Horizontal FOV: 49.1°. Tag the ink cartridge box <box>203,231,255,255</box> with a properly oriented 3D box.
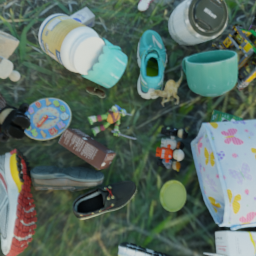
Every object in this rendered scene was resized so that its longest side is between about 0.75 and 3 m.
[{"bbox_3d":[2.860,2.939,7.070,1.754,1.027,0.591,2,68,1],"label":"ink cartridge box"}]

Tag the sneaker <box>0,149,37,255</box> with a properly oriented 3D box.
[{"bbox_3d":[-3.276,2.035,7.656,1.181,1.119,2.875,-19,56,-1],"label":"sneaker"}]

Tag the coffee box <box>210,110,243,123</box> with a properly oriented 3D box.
[{"bbox_3d":[3.211,-0.177,9.198,0.980,0.215,0.603,16,63,8],"label":"coffee box"}]

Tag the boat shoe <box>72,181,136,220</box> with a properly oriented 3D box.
[{"bbox_3d":[-0.629,1.982,7.857,1.919,0.601,0.702,-21,64,-12],"label":"boat shoe"}]

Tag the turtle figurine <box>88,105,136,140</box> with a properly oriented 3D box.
[{"bbox_3d":[-0.529,-0.170,8.786,1.261,0.936,1.301,-21,62,-12],"label":"turtle figurine"}]

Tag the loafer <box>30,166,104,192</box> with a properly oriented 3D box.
[{"bbox_3d":[-1.756,1.533,8.150,2.101,0.661,0.755,5,20,2],"label":"loafer"}]

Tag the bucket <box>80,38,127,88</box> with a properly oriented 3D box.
[{"bbox_3d":[-0.812,-2.151,9.447,0.999,1.535,1.535,27,58,-29],"label":"bucket"}]

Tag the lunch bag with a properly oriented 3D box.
[{"bbox_3d":[3.147,1.267,7.573,2.295,1.721,2.707,-5,60,-7],"label":"lunch bag"}]

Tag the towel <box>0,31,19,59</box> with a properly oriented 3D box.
[{"bbox_3d":[-4.763,-2.368,8.646,0.455,2.641,1.750,45,105,11],"label":"towel"}]

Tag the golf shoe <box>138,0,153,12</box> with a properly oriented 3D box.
[{"bbox_3d":[0.739,-5.386,11.784,0.424,0.538,1.168,24,66,12],"label":"golf shoe"}]

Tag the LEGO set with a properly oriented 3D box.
[{"bbox_3d":[4.182,-2.360,9.995,1.855,1.398,2.412,-13,62,-40],"label":"LEGO set"}]

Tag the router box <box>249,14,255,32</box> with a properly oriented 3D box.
[{"bbox_3d":[5.653,-4.094,11.197,1.357,0.347,1.012,24,65,12],"label":"router box"}]

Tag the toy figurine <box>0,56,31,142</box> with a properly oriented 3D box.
[{"bbox_3d":[-4.284,-0.739,7.678,2.796,2.752,1.945,-20,20,-25],"label":"toy figurine"}]

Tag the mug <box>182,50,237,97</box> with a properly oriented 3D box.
[{"bbox_3d":[2.756,-1.827,9.402,1.610,1.212,1.960,-9,25,7],"label":"mug"}]

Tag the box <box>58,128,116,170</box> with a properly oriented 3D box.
[{"bbox_3d":[-1.219,0.610,8.388,1.537,0.770,0.576,32,96,15],"label":"box"}]

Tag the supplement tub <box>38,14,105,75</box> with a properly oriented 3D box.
[{"bbox_3d":[-1.836,-2.738,9.226,1.476,1.476,2.040,-40,55,-19],"label":"supplement tub"}]

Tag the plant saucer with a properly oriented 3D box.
[{"bbox_3d":[1.285,1.925,7.906,0.862,0.134,0.862,-19,60,37],"label":"plant saucer"}]

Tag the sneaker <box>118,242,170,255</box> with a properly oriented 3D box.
[{"bbox_3d":[0.606,3.579,6.997,1.953,0.763,0.882,17,81,7],"label":"sneaker"}]

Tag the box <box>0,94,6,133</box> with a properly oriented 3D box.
[{"bbox_3d":[-4.474,-0.270,8.816,0.732,0.978,1.954,-2,62,-1],"label":"box"}]

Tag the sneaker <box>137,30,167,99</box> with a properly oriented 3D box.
[{"bbox_3d":[0.891,-2.405,9.856,1.115,1.146,2.878,0,61,0],"label":"sneaker"}]

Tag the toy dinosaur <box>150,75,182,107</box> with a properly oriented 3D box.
[{"bbox_3d":[1.470,-1.223,9.297,1.700,0.859,0.495,-33,38,-31],"label":"toy dinosaur"}]

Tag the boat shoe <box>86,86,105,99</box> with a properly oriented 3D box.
[{"bbox_3d":[-1.129,-1.307,9.758,0.767,0.284,0.283,22,64,11],"label":"boat shoe"}]

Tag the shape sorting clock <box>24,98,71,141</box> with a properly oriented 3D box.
[{"bbox_3d":[-2.700,-0.325,9.217,1.646,0.323,1.646,0,62,0],"label":"shape sorting clock"}]

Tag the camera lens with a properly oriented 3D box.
[{"bbox_3d":[2.401,-3.775,9.832,1.553,1.942,1.553,-2,98,-12],"label":"camera lens"}]

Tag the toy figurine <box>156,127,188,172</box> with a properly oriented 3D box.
[{"bbox_3d":[1.301,0.619,8.242,0.790,1.118,1.136,8,57,13],"label":"toy figurine"}]

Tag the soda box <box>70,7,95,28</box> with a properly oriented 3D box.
[{"bbox_3d":[-2.137,-3.978,10.963,1.727,0.589,0.548,-38,80,-18],"label":"soda box"}]
